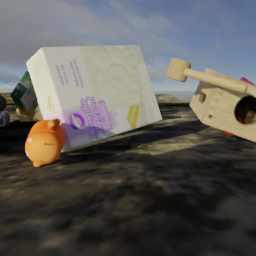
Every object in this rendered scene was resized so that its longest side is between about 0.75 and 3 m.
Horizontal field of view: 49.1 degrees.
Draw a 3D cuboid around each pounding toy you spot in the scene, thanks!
[{"bbox_3d":[1.633,-0.447,5.060,2.173,0.994,1.909,19,18,-3],"label":"pounding toy"}]

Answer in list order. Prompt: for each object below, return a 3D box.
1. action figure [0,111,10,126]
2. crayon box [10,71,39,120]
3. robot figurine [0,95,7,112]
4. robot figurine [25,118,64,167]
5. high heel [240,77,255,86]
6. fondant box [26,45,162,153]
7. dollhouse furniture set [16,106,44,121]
[{"bbox_3d":[-4.108,-0.251,8.021,1.172,0.625,1.801,6,10,-1],"label":"action figure"},{"bbox_3d":[-1.863,-0.580,5.263,0.227,0.553,0.880,22,-24,4],"label":"crayon box"},{"bbox_3d":[-3.053,-0.313,4.389,1.718,1.427,2.287,-48,17,-14],"label":"robot figurine"},{"bbox_3d":[-1.092,0.172,3.708,0.577,0.468,0.802,-29,23,3],"label":"robot figurine"},{"bbox_3d":[2.857,-0.700,7.939,0.777,1.108,2.304,-34,4,-22],"label":"high heel"},{"bbox_3d":[-0.482,-0.604,5.017,2.178,1.571,0.634,-17,0,-42],"label":"fondant box"},{"bbox_3d":[-2.405,-0.708,11.315,2.802,2.400,2.946,-5,40,0],"label":"dollhouse furniture set"}]
